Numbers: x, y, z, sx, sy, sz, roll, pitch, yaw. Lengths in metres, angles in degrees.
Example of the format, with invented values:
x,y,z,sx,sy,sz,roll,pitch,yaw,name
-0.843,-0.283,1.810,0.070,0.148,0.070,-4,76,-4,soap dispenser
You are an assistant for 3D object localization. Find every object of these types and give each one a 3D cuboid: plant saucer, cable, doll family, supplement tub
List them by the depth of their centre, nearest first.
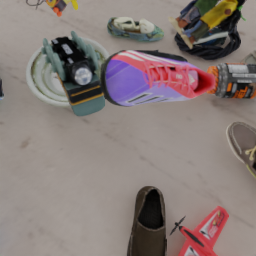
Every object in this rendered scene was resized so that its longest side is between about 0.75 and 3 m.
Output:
x,y,z,sx,sy,sz,roll,pitch,yaw,name
1.701,-2.399,5.785,1.503,2.600,1.020,-37,106,19,doll family
3.239,-1.395,8.322,1.680,1.029,1.029,2,63,2,supplement tub
-1.757,-1.648,8.655,2.617,0.657,2.617,0,64,0,plant saucer
2.701,-3.067,9.439,2.145,0.545,1.750,22,65,10,cable

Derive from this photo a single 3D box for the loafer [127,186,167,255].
x,y,z,sx,sy,sz,roll,pitch,yaw,name
0.428,2.497,6.433,0.912,0.892,2.500,1,63,0,loafer

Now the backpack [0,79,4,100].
x,y,z,sx,sy,sz,roll,pitch,yaw,name
-4.558,-1.663,7.932,1.681,1.983,2.233,-28,72,-8,backpack

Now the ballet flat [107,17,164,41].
x,y,z,sx,sy,sz,roll,pitch,yaw,name
0.253,-3.416,9.543,1.985,0.737,0.737,4,63,2,ballet flat

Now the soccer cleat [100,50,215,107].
x,y,z,sx,sy,sz,roll,pitch,yaw,name
0.681,-0.935,5.351,1.087,2.969,1.013,4,98,36,soccer cleat

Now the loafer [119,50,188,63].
x,y,z,sx,sy,sz,roll,pitch,yaw,name
0.768,-2.086,8.855,2.284,0.775,0.802,11,59,0,loafer

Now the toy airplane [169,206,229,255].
x,y,z,sx,sy,sz,roll,pitch,yaw,name
1.941,2.919,6.506,2.118,0.390,2.118,0,64,0,toy airplane

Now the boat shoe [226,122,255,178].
x,y,z,sx,sy,sz,roll,pitch,yaw,name
3.484,0.839,7.226,0.942,0.780,2.621,-33,66,10,boat shoe

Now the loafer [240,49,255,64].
x,y,z,sx,sy,sz,roll,pitch,yaw,name
4.797,-2.443,8.972,2.549,0.801,0.916,-19,65,-9,loafer

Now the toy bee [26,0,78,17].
x,y,z,sx,sy,sz,roll,pitch,yaw,name
-1.755,-3.431,7.437,1.755,1.149,0.954,-36,64,31,toy bee

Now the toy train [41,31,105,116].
x,y,z,sx,sy,sz,roll,pitch,yaw,name
-0.868,-0.895,4.415,0.712,0.952,1.670,-21,37,-14,toy train

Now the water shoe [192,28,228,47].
x,y,z,sx,sy,sz,roll,pitch,yaw,name
2.597,-2.862,9.278,1.511,0.596,0.540,-14,47,-9,water shoe
